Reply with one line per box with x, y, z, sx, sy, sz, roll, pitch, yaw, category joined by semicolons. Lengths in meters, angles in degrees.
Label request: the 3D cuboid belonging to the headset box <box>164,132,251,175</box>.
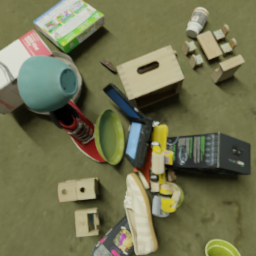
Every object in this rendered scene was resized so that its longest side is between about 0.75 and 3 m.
2.586;0.901;9.083;1.983;2.278;1.057;16;74;-38;headset box

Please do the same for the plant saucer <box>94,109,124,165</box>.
-0.672;0.315;9.700;0.300;1.934;1.934;-6;76;23;plant saucer

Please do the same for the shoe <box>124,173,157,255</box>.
0.280;2.652;8.634;0.659;0.863;2.468;-12;82;-20;shoe

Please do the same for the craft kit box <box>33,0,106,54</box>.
-2.339;-4.216;11.171;2.090;0.507;2.064;-42;62;-12;craft kit box

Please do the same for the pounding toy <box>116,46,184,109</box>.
0.979;-2.003;10.232;2.472;2.275;1.757;-21;82;3;pounding toy

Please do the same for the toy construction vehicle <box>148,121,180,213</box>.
1.113;1.067;8.697;0.885;2.513;2.188;-1;105;1;toy construction vehicle

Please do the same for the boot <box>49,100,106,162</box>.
-1.509;0.233;9.305;1.070;2.133;2.956;-41;106;-2;boot

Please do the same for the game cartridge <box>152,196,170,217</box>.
1.058;2.495;8.837;0.189;0.925;0.616;0;76;35;game cartridge

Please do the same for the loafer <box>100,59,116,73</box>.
-0.756;-2.510;11.206;0.809;0.295;0.287;40;81;8;loafer

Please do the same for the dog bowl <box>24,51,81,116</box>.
-2.959;-1.625;10.720;2.525;0.741;2.525;-1;75;3;dog bowl

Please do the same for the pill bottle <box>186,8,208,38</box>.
2.802;-4.281;11.426;0.629;0.629;1.080;26;78;5;pill bottle

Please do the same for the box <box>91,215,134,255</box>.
-0.262;3.788;9.408;1.761;1.076;0.934;-42;83;-9;box

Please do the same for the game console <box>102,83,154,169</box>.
-0.240;-0.095;9.187;1.517;2.607;2.293;12;92;-10;game console

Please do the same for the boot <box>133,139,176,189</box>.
0.652;0.988;10.167;1.308;0.916;2.440;-24;79;1;boot

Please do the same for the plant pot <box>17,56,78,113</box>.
-1.955;-1.189;7.440;1.037;1.540;1.540;0;76;30;plant pot

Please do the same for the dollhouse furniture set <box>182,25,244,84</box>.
3.386;-2.910;10.790;1.807;1.280;1.967;-23;79;-5;dollhouse furniture set

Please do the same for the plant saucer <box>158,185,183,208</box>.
1.550;2.481;10.190;0.899;0.140;0.899;0;78;1;plant saucer

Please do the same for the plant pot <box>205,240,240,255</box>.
2.945;4.441;9.121;1.124;1.124;1.033;10;121;2;plant pot

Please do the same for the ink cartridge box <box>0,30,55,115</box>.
-3.704;-1.754;9.442;2.667;1.942;1.131;-38;83;-6;ink cartridge box

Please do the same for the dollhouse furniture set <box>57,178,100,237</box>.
-1.642;2.677;9.607;1.225;1.232;1.748;-5;82;-1;dollhouse furniture set
